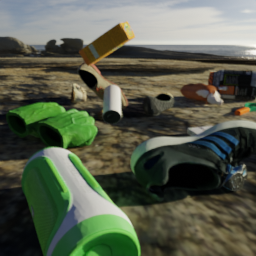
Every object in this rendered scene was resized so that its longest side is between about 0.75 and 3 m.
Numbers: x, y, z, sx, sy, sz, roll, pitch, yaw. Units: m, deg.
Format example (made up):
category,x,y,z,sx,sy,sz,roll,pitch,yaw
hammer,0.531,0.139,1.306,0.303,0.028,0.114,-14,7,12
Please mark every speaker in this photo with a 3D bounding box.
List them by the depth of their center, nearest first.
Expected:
category,x,y,z,sx,sy,sz,roll,pitch,yaw
speaker,-0.759,1.011,3.597,1.017,1.017,2.300,-9,19,-25
speaker,-0.493,-0.727,8.469,0.538,0.538,1.324,-1,41,-2

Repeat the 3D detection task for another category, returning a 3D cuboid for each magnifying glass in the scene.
category,x,y,z,sx,sy,sz,roll,pitch,yaw
magnifying glass,4.488,-0.699,10.403,1.850,0.207,0.736,-14,22,-42

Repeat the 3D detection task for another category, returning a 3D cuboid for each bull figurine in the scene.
category,x,y,z,sx,sy,sz,roll,pitch,yaw
bull figurine,3.303,-1.494,11.973,1.414,0.758,2.328,-7,21,-32

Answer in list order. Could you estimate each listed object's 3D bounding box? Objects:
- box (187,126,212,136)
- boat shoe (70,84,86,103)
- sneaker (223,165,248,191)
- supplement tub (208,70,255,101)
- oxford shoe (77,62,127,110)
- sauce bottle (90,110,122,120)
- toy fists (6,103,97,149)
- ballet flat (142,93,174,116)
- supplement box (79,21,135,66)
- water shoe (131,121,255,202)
category,x,y,z,sx,sy,sz,roll,pitch,yaw
box,2.251,0.151,7.688,1.022,0.186,0.737,-6,18,-14
boat shoe,-2.122,-1.453,12.048,0.617,0.685,1.898,8,15,-15
sneaker,1.914,0.935,5.160,0.371,0.323,0.825,-11,4,40
supplement tub,4.640,-1.917,12.391,2.080,1.274,1.274,8,19,21
oxford shoe,-0.947,-1.330,9.768,2.180,0.768,0.815,40,25,-10
sauce bottle,-0.732,-0.419,9.237,1.045,0.338,0.338,-6,18,-13
toy fists,-1.945,-0.076,7.330,2.551,0.877,1.300,15,30,36
ballet flat,1.227,-1.040,10.550,0.831,0.710,2.500,7,19,21
supplement box,-0.625,-2.413,8.088,1.628,0.560,0.542,-25,12,33
water shoe,1.490,0.669,5.142,2.846,1.018,1.123,-11,38,-14
